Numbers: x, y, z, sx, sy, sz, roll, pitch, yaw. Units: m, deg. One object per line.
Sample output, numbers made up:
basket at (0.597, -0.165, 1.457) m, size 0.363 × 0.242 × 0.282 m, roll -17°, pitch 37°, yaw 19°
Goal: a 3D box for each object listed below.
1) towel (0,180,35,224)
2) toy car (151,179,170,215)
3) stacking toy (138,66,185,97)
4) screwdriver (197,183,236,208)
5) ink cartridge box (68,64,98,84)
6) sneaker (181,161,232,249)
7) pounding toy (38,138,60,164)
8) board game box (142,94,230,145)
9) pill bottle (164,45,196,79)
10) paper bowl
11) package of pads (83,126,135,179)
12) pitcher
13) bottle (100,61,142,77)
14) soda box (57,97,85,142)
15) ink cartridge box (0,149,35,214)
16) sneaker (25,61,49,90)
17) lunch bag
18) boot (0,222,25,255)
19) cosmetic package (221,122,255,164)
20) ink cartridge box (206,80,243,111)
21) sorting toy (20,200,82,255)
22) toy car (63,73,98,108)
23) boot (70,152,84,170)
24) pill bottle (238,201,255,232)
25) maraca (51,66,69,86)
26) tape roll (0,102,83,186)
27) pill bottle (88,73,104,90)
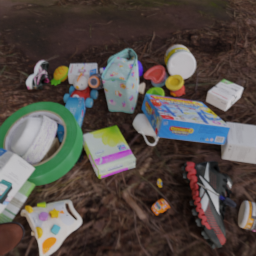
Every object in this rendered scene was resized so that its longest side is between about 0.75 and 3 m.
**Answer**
towel at (-3.937, 2.304, 8.313) m, size 1.583 × 0.326 × 2.122 m, roll 24°, pitch 66°, yaw 18°
toy car at (0.925, 2.129, 8.842) m, size 0.577 × 0.391 × 1.176 m, roll -9°, pitch 46°, yaw -9°
stacking toy at (1.456, -1.784, 12.881) m, size 1.845 × 0.861 × 2.038 m, roll -43°, pitch 49°, yaw -3°
screwdriver at (2.415, 1.823, 7.708) m, size 1.417 × 0.198 × 0.206 m, roll 33°, pitch 11°, yaw -11°
ink cartridge box at (-2.191, -2.639, 13.620) m, size 1.351 × 0.572 × 0.976 m, roll -3°, pitch 44°, yaw -1°
sneaker at (2.512, 2.067, 8.285) m, size 1.369 × 0.990 × 2.802 m, roll -18°, pitch 42°, yaw 13°
pounding toy at (-2.911, 0.687, 9.876) m, size 0.719 × 1.011 × 0.931 m, roll 14°, pitch 46°, yaw 14°
board game box at (1.977, -0.367, 10.218) m, size 2.479 × 0.693 × 2.428 m, roll 7°, pitch 24°, yaw -14°
pill bottle at (2.412, -3.248, 13.441) m, size 1.287 × 1.287 × 2.282 m, roll 1°, pitch 28°, yaw 1°
paper bowl at (-3.301, 0.360, 9.589) m, size 0.930 × 1.788 × 1.788 m, roll 31°, pitch 35°, yaw -29°
package of pads at (-0.748, 0.830, 10.010) m, size 1.427 × 0.630 × 1.847 m, roll -15°, pitch 45°, yaw -17°
pitcher at (0.731, 0.075, 10.771) m, size 1.221 × 0.740 × 1.048 m, roll 31°, pitch 57°, yaw 14°
bottle at (-0.355, -2.793, 13.712) m, size 2.026 × 0.661 × 0.846 m, roll -9°, pitch 43°, yaw -9°
soda box at (-2.236, -0.354, 11.207) m, size 0.692 × 0.654 × 2.039 m, roll 2°, pitch 44°, yaw 2°
ink cartridge box at (-3.774, 1.740, 7.651) m, size 1.330 × 0.770 × 2.289 m, roll 5°, pitch 55°, yaw 51°
sneaker at (-4.124, -2.431, 13.430) m, size 0.812 × 0.756 × 1.881 m, roll 15°, pitch 54°, yaw 1°
lunch bag at (-0.185, -2.041, 11.953) m, size 1.352 × 1.889 × 2.218 m, roll 6°, pitch 50°, yaw 14°
boot at (-3.770, 3.031, 6.386) m, size 2.293 × 2.436 × 0.834 m, roll -14°, pitch 86°, yaw -6°
cosmetic package at (4.533, 0.593, 10.037) m, size 2.157 × 0.915 × 1.161 m, roll 10°, pitch 45°, yaw 9°
ink cartridge box at (4.256, -1.464, 12.404) m, size 0.998 × 0.576 × 1.372 m, roll 34°, pitch 53°, yaw 30°
sorting toy at (-2.160, 2.652, 8.169) m, size 1.415 × 0.840 × 1.572 m, roll -12°, pitch 43°, yaw -37°
toy car at (-2.101, -1.730, 12.126) m, size 1.247 × 1.353 × 1.197 m, roll 11°, pitch 45°, yaw 12°
boot at (-2.101, 1.030, 10.006) m, size 0.920 × 0.340 × 0.754 m, roll 30°, pitch 53°, yaw 17°
pill bottle at (3.944, 2.645, 8.023) m, size 1.365 × 0.794 × 0.794 m, roll 13°, pitch 46°, yaw 13°
maraca at (-3.289, -2.499, 13.490) m, size 0.782 × 0.610 × 1.140 m, roll 15°, pitch 66°, yaw 40°
tape roll at (-3.098, 0.483, 9.731) m, size 2.979 × 0.716 × 2.979 m, roll -5°, pitch 58°, yaw 8°
pill bottle at (-1.342, -2.083, 12.550) m, size 0.728 × 0.728 × 1.371 m, roll 10°, pitch 14°, yaw 10°
